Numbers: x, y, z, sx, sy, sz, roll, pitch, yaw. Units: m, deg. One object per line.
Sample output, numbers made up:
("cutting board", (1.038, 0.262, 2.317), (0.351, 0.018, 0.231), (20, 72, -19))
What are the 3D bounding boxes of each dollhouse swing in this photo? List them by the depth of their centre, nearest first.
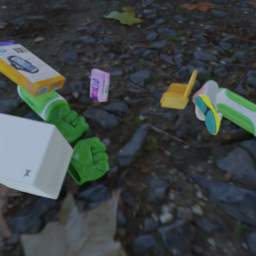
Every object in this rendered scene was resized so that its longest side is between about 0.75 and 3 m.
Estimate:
("dollhouse swing", (1.873, -1.511, 10.399), (1.182, 1.144, 1.301), (9, 34, 15))

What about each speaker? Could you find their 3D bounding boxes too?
("speaker", (4.688, -0.644, 11.559), (1.164, 1.164, 2.633), (-28, 48, -28))
("speaker", (-3.715, -1.239, 12.188), (1.237, 1.237, 2.798), (-31, 50, -30))

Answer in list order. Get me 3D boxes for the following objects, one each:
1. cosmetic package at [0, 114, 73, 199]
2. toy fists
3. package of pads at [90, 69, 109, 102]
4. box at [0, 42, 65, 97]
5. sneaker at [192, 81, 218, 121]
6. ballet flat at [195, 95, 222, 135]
("cosmetic package", (-2.673, 0.850, 7.621), (1.604, 1.917, 1.595), (12, 68, 9))
("toy fists", (-1.744, 0.506, 9.690), (1.443, 0.974, 2.832), (-31, 78, -36))
("package of pads", (-1.180, -1.741, 11.472), (0.462, 1.221, 0.736), (-16, 34, -43))
("box", (-3.537, -2.059, 9.473), (2.462, 0.511, 1.466), (35, 29, 8))
("sneaker", (2.631, -0.829, 9.903), (0.634, 0.880, 1.684), (29, 60, -10))
("ballet flat", (2.538, -0.450, 8.537), (0.520, 0.519, 1.552), (-2, 48, -16))
